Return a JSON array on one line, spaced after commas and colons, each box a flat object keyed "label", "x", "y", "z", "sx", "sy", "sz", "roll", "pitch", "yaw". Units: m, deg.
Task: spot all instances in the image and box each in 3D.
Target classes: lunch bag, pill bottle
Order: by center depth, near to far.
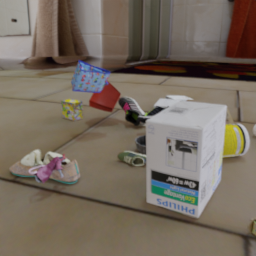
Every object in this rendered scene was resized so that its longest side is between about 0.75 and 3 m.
[{"label": "pill bottle", "x": 3.022, "y": 0.483, "z": 9.781, "sx": 2.036, "sy": 1.145, "sz": 1.145, "roll": -4, "pitch": 20, "yaw": -11}, {"label": "lunch bag", "x": -1.440, "y": -1.927, "z": 11.238, "sx": 1.408, "sy": 1.060, "sz": 0.662, "roll": 9, "pitch": 42, "yaw": -27}]

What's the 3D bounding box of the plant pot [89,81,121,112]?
[{"label": "plant pot", "x": -1.055, "y": -1.432, "z": 13.343, "sx": 1.136, "sy": 1.288, "sz": 1.289, "roll": 28, "pitch": -9, "yaw": -2}]

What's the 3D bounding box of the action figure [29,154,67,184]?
[{"label": "action figure", "x": -2.115, "y": 1.035, "z": 7.622, "sx": 1.013, "sy": 0.754, "sz": 0.679, "roll": -45, "pitch": 31, "yaw": -14}]

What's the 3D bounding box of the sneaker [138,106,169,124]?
[{"label": "sneaker", "x": 1.158, "y": -0.605, "z": 11.964, "sx": 1.552, "sy": 0.643, "sz": 0.557, "roll": -7, "pitch": -20, "yaw": -1}]

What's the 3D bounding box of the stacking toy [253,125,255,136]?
[{"label": "stacking toy", "x": 6.481, "y": -0.249, "z": 11.581, "sx": 2.703, "sy": 1.975, "sz": 1.975, "roll": -19, "pitch": 22, "yaw": -4}]

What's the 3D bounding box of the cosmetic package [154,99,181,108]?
[{"label": "cosmetic package", "x": 2.226, "y": -1.233, "z": 15.717, "sx": 1.257, "sy": 0.431, "sz": 1.667, "roll": 8, "pitch": 21, "yaw": 16}]

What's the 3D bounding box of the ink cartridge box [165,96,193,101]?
[{"label": "ink cartridge box", "x": 3.184, "y": -1.740, "z": 17.428, "sx": 1.398, "sy": 0.331, "sz": 1.119, "roll": -1, "pitch": 18, "yaw": -21}]

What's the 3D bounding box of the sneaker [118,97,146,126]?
[{"label": "sneaker", "x": 0.105, "y": -0.768, "z": 13.052, "sx": 0.844, "sy": 0.712, "sz": 1.930, "roll": -14, "pitch": 55, "yaw": -49}]

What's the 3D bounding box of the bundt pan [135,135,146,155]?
[{"label": "bundt pan", "x": 0.872, "y": 0.673, "z": 10.273, "sx": 1.253, "sy": 0.470, "sz": 1.253, "roll": -1, "pitch": 20, "yaw": 0}]

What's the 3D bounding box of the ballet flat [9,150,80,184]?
[{"label": "ballet flat", "x": -2.569, "y": 1.094, "z": 8.569, "sx": 2.393, "sy": 0.805, "sz": 0.814, "roll": 5, "pitch": 18, "yaw": 14}]

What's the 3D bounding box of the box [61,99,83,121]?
[{"label": "box", "x": -2.819, "y": -0.914, "z": 14.097, "sx": 0.940, "sy": 0.905, "sz": 0.573, "roll": 15, "pitch": 24, "yaw": 35}]

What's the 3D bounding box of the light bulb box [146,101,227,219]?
[{"label": "light bulb box", "x": 1.595, "y": 0.679, "z": 7.479, "sx": 1.437, "sy": 2.303, "sz": 2.283, "roll": 10, "pitch": 22, "yaw": 30}]

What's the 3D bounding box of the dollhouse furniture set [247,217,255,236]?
[{"label": "dollhouse furniture set", "x": 3.155, "y": 1.991, "z": 5.741, "sx": 0.627, "sy": 0.998, "sz": 1.128, "roll": -11, "pitch": 21, "yaw": -26}]

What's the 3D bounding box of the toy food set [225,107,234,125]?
[{"label": "toy food set", "x": 3.527, "y": -0.254, "z": 12.037, "sx": 2.057, "sy": 1.307, "sz": 0.324, "roll": -16, "pitch": -17, "yaw": -6}]

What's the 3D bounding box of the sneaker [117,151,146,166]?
[{"label": "sneaker", "x": 0.127, "y": 1.043, "z": 9.366, "sx": 1.068, "sy": 0.358, "sz": 0.480, "roll": 7, "pitch": 16, "yaw": 10}]
